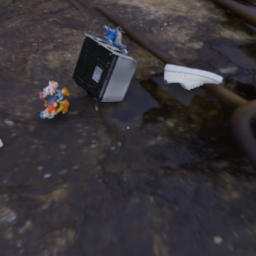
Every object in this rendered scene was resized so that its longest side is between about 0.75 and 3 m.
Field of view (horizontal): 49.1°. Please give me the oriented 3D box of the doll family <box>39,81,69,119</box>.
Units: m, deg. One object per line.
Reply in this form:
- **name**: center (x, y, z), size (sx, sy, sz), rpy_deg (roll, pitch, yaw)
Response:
- **doll family**: center (-2.423, -0.909, 9.494), size (0.931, 0.676, 1.499), rpy_deg (-32, 51, 19)

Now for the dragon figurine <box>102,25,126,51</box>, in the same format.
- **dragon figurine**: center (-0.655, -3.511, 10.821), size (1.591, 0.468, 0.791), rpy_deg (30, 90, 32)

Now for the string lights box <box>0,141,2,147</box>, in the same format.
- **string lights box**: center (-5.036, 0.414, 8.336), size (2.136, 0.630, 1.097), rpy_deg (14, 46, 14)

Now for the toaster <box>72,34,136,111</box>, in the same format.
- **toaster**: center (-0.907, -1.961, 9.814), size (1.221, 2.058, 1.861), rpy_deg (-4, 35, -47)

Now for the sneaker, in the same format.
- **sneaker**: center (2.366, -1.795, 10.418), size (2.172, 0.769, 0.793), rpy_deg (10, 13, -2)
